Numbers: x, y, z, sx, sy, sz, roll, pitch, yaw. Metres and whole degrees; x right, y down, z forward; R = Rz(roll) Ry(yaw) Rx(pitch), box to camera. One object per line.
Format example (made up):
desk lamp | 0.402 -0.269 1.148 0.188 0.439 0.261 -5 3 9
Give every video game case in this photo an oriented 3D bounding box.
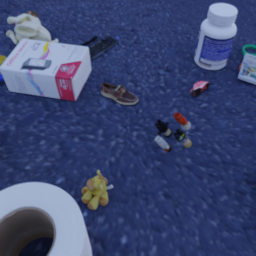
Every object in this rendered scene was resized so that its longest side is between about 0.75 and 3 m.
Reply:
video game case | 5.267 -2.154 10.938 1.704 0.188 1.553 23 54 10

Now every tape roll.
tape roll | -2.049 2.643 5.975 2.461 1.690 2.461 0 50 0

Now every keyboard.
keyboard | -1.462 -3.615 12.310 1.216 0.197 1.914 32 56 24

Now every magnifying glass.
magnifying glass | 5.027 -2.954 11.761 0.742 0.209 1.865 24 52 19

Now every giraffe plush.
giraffe plush | -0.825 1.600 7.477 0.940 0.762 0.811 -35 58 -26

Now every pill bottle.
pill bottle | 3.413 -3.509 10.864 1.334 2.229 1.334 0 50 0

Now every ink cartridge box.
ink cartridge box | -2.971 -2.201 10.462 2.712 1.161 2.002 10 51 6

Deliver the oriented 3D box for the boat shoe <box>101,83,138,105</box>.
boat shoe | -0.328 -1.275 10.082 1.466 0.528 0.529 23 53 19

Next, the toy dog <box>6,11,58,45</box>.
toy dog | -4.179 -4.215 12.035 2.030 1.461 2.094 -12 49 -21

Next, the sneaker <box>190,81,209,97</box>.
sneaker | 2.573 -1.462 10.430 0.976 0.360 0.423 -30 43 -28

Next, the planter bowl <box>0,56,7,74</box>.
planter bowl | -5.149 -2.603 11.281 1.054 0.439 1.054 0 50 0

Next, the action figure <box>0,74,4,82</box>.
action figure | -5.038 -1.836 10.657 0.541 0.427 1.654 29 58 27

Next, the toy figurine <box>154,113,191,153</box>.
toy figurine | 1.335 0.177 8.276 1.034 0.719 1.018 -24 42 29
